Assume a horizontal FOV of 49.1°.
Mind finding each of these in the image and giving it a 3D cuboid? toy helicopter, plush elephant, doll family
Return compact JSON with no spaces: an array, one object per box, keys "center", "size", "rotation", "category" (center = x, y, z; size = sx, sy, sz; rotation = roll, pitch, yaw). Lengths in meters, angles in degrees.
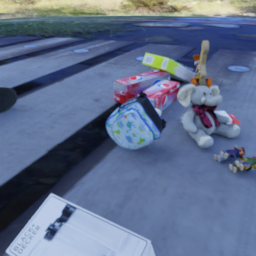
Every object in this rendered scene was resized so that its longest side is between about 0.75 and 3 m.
[{"center":[3.215,-2.790,12.169],"size":[0.873,2.213,1.464],"rotation":[2,45,4],"category":"toy helicopter"},{"center":[2.316,-0.561,8.465],"size":[1.633,1.535,1.983],"rotation":[-12,28,-25],"category":"plush elephant"},{"center":[2.812,0.762,7.089],"size":[0.775,0.526,1.340],"rotation":[-17,29,-16],"category":"doll family"}]

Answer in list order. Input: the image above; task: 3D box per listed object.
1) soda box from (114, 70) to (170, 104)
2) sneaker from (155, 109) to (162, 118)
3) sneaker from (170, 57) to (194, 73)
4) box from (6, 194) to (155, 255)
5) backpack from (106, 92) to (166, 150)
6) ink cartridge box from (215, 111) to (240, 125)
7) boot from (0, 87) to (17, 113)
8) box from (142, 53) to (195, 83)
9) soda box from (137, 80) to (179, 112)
[{"center":[0.603,-1.689,11.480],"size":[2.490,0.872,0.790],"rotation":[-21,34,-35],"category":"soda box"},{"center":[0.518,-0.520,9.473],"size":[1.216,0.428,0.569],"rotation":[13,2,33],"category":"sneaker"},{"center":[2.456,-3.212,14.519],"size":[1.912,0.837,0.711],"rotation":[6,28,13],"category":"sneaker"},{"center":[-0.717,1.917,4.248],"size":[1.960,0.589,1.143],"rotation":[16,53,29],"category":"box"},{"center":[0.104,-0.039,7.665],"size":[1.410,1.290,1.036],"rotation":[-27,15,36],"category":"backpack"},{"center":[3.417,-0.356,9.647],"size":[0.684,0.174,0.777],"rotation":[-2,27,-2],"category":"ink cartridge box"},{"center":[-5.744,-1.050,10.130],"size":[2.086,0.997,2.762],"rotation":[20,33,38],"category":"boot"},{"center":[1.982,-2.727,13.023],"size":[2.447,0.583,1.492],"rotation":[12,12,-46],"category":"box"},{"center":[1.176,-1.178,10.668],"size":[0.780,0.706,2.228],"rotation":[15,30,27],"category":"soda box"}]
